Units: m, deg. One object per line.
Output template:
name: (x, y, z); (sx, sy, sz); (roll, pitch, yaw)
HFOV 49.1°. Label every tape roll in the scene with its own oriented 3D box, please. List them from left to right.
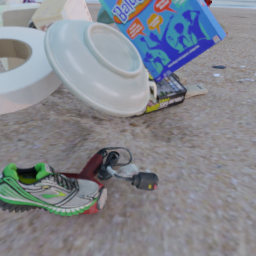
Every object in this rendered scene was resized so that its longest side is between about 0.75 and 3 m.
tape roll: (-2.114, -1.026, 4.597); (2.152, 0.393, 2.152); (1, 44, -1)

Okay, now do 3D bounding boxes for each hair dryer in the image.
hair dryer: (-0.913, 1.170, 6.318); (2.789, 0.758, 2.124); (-4, 16, -23)

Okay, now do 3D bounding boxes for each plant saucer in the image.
plant saucer: (-0.276, -0.957, 3.856); (1.701, 0.427, 1.701); (26, 43, -27)
plant saucer: (-0.067, -4.661, 10.477); (2.547, 0.458, 2.547); (-22, 6, 3)

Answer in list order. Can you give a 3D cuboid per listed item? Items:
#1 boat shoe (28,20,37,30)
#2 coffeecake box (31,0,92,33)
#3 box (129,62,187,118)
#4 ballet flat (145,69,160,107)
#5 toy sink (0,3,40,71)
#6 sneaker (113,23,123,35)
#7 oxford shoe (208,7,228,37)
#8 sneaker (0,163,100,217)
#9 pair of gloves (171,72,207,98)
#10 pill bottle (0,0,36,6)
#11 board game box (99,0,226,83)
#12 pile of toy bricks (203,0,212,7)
boat shoe: (-2.446, -2.393, 7.788); (0.521, 0.445, 1.560); (-13, -11, -17)
coffeecake box: (-1.542, -2.528, 7.845); (0.821, 2.246, 1.724); (-5, 48, 15)
box: (0.433, -1.803, 10.485); (2.309, 0.638, 2.882); (-18, 54, -25)
ballet flat: (0.225, -0.917, 5.803); (0.610, 1.714, 0.592); (-2, 69, 28)
toy sink: (-3.191, -2.956, 8.580); (1.502, 2.304, 1.291); (-19, 61, -28)
sneaker: (0.402, -3.357, 8.525); (1.009, 1.801, 0.699); (-3, 60, -56)
oxford shoe: (2.731, -3.780, 9.810); (0.688, 0.730, 1.953); (-29, 52, -13)
sneaker: (-1.098, 0.871, 4.069); (1.505, 0.641, 0.587); (9, 24, -28)
pair of gloves: (1.912, -1.792, 11.739); (1.922, 0.396, 2.260); (-11, 37, -27)
pill bottle: (-3.795, -4.031, 9.567); (1.270, 1.270, 2.263); (15, -4, 25)
board game box: (0.650, -2.263, 5.697); (1.654, 2.175, 0.489); (-31, 10, 38)
pile of toy bricks: (1.622, -3.875, 9.550); (1.293, 2.330, 1.150); (7, 38, -51)
